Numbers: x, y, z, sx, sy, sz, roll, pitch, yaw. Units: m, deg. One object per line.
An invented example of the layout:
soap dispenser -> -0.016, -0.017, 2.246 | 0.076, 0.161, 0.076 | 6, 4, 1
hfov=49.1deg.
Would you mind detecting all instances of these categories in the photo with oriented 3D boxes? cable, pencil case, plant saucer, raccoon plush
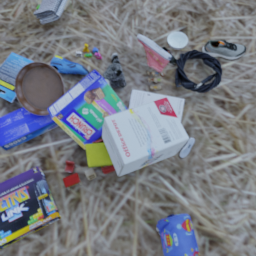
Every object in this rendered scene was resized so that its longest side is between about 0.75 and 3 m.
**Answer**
cable -> 2.988, -2.518, 11.863 | 1.920, 0.598, 2.354 | 3, 56, 17
pencil case -> 1.670, 4.242, 9.007 | 1.260, 1.132, 2.901 | -20, 66, 26
plant saucer -> -3.306, -1.484, 10.643 | 2.022, 0.348, 2.022 | 3, 104, 10
raccoon plush -> -0.897, -2.213, 12.038 | 1.400, 1.011, 2.089 | -18, 40, 5

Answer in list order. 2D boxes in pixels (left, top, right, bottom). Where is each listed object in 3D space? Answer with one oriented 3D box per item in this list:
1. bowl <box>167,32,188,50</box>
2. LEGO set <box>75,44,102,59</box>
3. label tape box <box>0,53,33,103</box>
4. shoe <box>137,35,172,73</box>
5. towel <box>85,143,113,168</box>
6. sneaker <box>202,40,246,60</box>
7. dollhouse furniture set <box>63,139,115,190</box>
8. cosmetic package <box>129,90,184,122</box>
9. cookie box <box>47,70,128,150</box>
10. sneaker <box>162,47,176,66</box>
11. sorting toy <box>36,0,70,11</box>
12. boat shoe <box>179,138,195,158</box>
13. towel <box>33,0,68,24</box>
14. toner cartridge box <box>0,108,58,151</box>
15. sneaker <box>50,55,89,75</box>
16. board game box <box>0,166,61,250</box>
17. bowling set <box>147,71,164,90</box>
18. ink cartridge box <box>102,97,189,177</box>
bowl -> 2.227, -3.888, 12.780 | 0.931, 0.419, 0.931 | 0, 67, 0
LEGO set -> -1.771, -3.464, 12.564 | 1.203, 0.494, 0.459 | 6, 67, 2
label tape box -> -4.820, -2.043, 11.893 | 1.452, 0.670, 2.027 | 25, 72, 11
shoe -> 0.932, -3.179, 11.970 | 1.878, 0.671, 0.854 | 43, 118, 21
towel -> -0.339, 0.911, 10.164 | 2.343, 0.212, 1.008 | -4, 50, -14
sneaker -> 4.325, -3.531, 12.457 | 1.908, 0.756, 0.705 | 2, 66, 0
dollhouse furniture set -> -1.486, 1.309, 10.377 | 2.122, 0.863, 1.142 | -21, 69, -9
cosmetic package -> 1.093, -0.686, 11.192 | 2.097, 0.851, 1.184 | 9, 72, 5
cookie box -> -1.432, -0.627, 10.350 | 2.271, 1.943, 0.853 | -40, 38, -1
sneaker -> 1.804, -3.216, 12.493 | 0.407, 0.437, 1.012 | -43, 74, -14
sorting toy -> -3.618, -6.591, 13.904 | 1.504, 0.364, 2.671 | 17, 68, 5
boat shoe -> 2.249, 0.753, 10.919 | 0.309, 0.293, 0.884 | 31, 88, -22
towel -> -3.573, -5.590, 12.912 | 1.512, 0.647, 1.252 | 3, 69, 38
toner cartridge box -> -3.974, -0.206, 11.179 | 2.520, 0.544, 1.197 | -25, 71, -10
sneaker -> -2.561, -2.532, 12.164 | 1.799, 0.593, 0.705 | 22, 78, 10
board game box -> -3.899, 2.805, 9.852 | 2.454, 0.696, 2.029 | -26, 71, -11
bowling set -> 1.164, -2.162, 11.882 | 0.531, 0.688, 0.988 | -5, 63, -25
ink cartridge box -> 0.455, 0.335, 9.355 | 2.294, 1.659, 1.667 | -18, 71, -17
